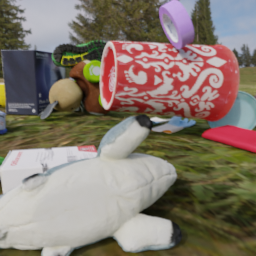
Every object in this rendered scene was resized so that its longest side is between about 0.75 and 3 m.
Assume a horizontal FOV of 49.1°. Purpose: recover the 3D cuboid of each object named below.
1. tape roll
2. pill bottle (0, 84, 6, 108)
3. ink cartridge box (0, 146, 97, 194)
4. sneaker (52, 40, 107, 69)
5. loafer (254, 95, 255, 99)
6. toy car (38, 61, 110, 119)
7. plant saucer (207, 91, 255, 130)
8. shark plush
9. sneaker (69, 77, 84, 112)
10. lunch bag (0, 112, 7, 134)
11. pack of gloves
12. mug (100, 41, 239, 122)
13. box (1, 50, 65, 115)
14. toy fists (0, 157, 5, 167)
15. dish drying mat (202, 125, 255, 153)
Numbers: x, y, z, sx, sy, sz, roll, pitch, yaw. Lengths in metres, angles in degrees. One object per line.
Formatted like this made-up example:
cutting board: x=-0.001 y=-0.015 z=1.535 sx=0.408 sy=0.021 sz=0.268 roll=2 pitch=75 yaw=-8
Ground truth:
tape roll: x=0.992 y=-2.118 z=5.775 sx=0.304 sy=0.926 sz=0.926 roll=-28 pitch=13 yaw=-2
pill bottle: x=-6.085 y=-1.610 z=13.986 sx=2.132 sy=1.219 sz=1.219 roll=1 pitch=11 yaw=4
ink cartridge box: x=-1.040 y=0.630 z=3.955 sx=1.252 sy=0.519 sz=0.919 roll=-3 pitch=11 yaw=-13
sneaker: x=-1.796 y=-2.965 z=11.473 sx=2.690 sy=1.049 sz=1.146 roll=-5 pitch=2 yaw=-25
loafer: x=6.134 y=-0.928 z=11.292 sx=2.699 sy=0.850 sz=0.970 roll=-4 pitch=11 yaw=-19
toy car: x=-2.110 y=-1.050 z=10.749 sx=2.821 sy=2.226 sz=2.318 roll=-33 pitch=14 yaw=-17
plant saucer: x=2.882 y=-0.355 z=7.692 sx=1.374 sy=1.374 sz=0.247 roll=6 pitch=-19 yaw=31
shark plush: x=-0.669 y=0.925 z=2.860 sx=2.749 sy=1.249 sz=1.145 roll=-25 pitch=-3 yaw=-16
sneaker: x=-2.152 y=-1.171 z=13.003 sx=0.905 sy=1.401 sz=2.582 roll=0 pitch=-20 yaw=15
lunch bag: x=-4.401 y=-0.139 z=7.587 sx=1.901 sy=0.718 sz=1.523 roll=7 pitch=15 yaw=29
pack of gloves: x=1.109 y=-0.272 z=9.080 sx=1.728 sy=0.406 sz=2.057 roll=9 pitch=13 yaw=34
mug: x=0.811 y=-0.932 z=7.033 sx=2.902 sy=2.576 sz=1.936 roll=1 pitch=45 yaw=-19
box: x=-3.961 y=-1.997 z=12.217 sx=1.609 sy=2.591 sz=2.612 roll=2 pitch=11 yaw=14
toy fists: x=-2.467 y=0.638 z=4.352 sx=1.133 sy=0.390 sz=0.578 roll=4 pitch=4 yaw=27
dish drying mat: x=2.894 y=0.340 z=6.266 sx=1.012 sy=0.240 sz=2.635 roll=-10 pitch=15 yaw=-24
